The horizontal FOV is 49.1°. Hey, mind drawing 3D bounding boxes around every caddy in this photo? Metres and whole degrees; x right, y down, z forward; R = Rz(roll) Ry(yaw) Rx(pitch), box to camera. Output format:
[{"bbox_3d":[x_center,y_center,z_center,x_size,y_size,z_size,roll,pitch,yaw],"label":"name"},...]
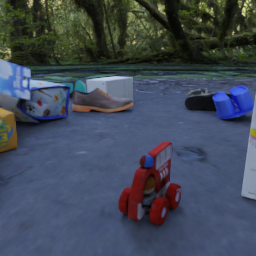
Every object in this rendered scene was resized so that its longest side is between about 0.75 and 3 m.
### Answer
[{"bbox_3d":[3.762,-0.819,9.996,1.253,0.931,1.773,-19,12,15],"label":"caddy"}]

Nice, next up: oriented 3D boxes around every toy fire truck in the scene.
[{"bbox_3d":[0.340,0.781,4.124,0.649,0.972,1.158,10,18,31],"label":"toy fire truck"}]

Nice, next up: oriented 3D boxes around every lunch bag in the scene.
[{"bbox_3d":[-3.411,-0.901,9.416,1.918,1.397,2.256,9,10,26],"label":"lunch bag"}]

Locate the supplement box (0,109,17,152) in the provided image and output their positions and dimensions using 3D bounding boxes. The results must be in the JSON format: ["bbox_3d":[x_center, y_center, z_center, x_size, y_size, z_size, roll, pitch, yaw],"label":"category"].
[{"bbox_3d":[-4.078,-0.122,7.356,2.980,1.025,0.991,12,20,42],"label":"supplement box"}]

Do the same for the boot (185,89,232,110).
[{"bbox_3d":[3.405,-1.202,11.685,2.080,0.761,1.566,-3,16,11],"label":"boot"}]

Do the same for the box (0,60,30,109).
[{"bbox_3d":[-3.886,-1.365,7.598,2.282,0.544,1.391,14,46,-33],"label":"box"}]

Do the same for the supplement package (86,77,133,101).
[{"bbox_3d":[-0.773,-1.658,12.512,1.139,1.135,1.942,11,18,34],"label":"supplement package"}]

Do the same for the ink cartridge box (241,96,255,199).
[{"bbox_3d":[2.527,0.115,4.759,0.800,1.906,1.380,9,18,26],"label":"ink cartridge box"}]

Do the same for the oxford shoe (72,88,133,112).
[{"bbox_3d":[-1.001,-1.112,11.029,2.417,0.881,0.862,-1,16,-3],"label":"oxford shoe"}]

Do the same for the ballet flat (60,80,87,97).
[{"bbox_3d":[-2.385,-1.889,13.794,0.977,0.971,2.856,0,13,-40],"label":"ballet flat"}]
